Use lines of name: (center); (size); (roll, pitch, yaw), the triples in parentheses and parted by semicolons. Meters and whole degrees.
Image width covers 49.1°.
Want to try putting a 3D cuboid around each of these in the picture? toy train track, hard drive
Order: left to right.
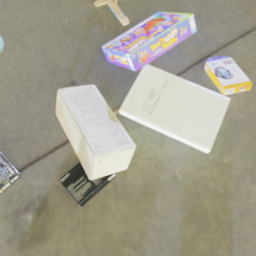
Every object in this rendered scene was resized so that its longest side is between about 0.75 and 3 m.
toy train track: (-0.549, -4.718, 10.660); (1.184, 0.336, 2.065); (-25, 67, -11)
hard drive: (1.369, -0.634, 8.181); (2.736, 0.365, 1.804); (25, 68, 9)

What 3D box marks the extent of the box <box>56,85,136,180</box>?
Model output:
box: (-0.969, 0.024, 7.553); (1.195, 0.978, 2.516); (-12, 51, -29)

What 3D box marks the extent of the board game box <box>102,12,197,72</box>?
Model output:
board game box: (0.673, -2.907, 9.173); (2.604, 0.583, 1.751); (-37, 37, -17)

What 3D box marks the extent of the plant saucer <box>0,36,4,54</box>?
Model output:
plant saucer: (-5.231, -2.896, 9.799); (1.624, 0.292, 1.624); (0, 64, 0)

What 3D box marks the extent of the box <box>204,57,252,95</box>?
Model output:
box: (3.163, -1.739, 9.071); (0.928, 0.323, 1.559); (-12, 49, -8)

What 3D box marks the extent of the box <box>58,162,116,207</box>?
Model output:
box: (-1.088, 1.367, 7.609); (1.275, 0.503, 0.900); (-39, 73, -17)

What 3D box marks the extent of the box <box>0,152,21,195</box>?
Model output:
box: (-3.827, 1.225, 7.713); (1.404, 0.345, 1.132); (39, 69, 22)
